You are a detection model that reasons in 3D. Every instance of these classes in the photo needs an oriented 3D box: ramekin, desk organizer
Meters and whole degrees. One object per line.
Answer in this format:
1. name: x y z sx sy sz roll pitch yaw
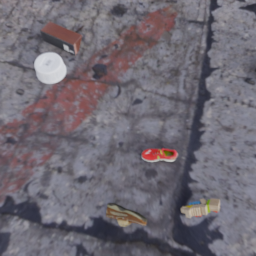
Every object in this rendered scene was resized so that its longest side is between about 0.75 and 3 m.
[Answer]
1. ramekin: -3.566 -2.756 12.749 1.383 0.674 1.383 0 64 0
2. desk organizer: -3.181 -4.335 13.528 1.961 0.703 0.755 26 64 12

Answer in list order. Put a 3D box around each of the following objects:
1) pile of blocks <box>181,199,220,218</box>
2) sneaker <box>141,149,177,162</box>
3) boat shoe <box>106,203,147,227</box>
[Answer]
1. pile of blocks: 2.633 2.937 10.124 1.445 0.593 0.449 -11 107 5
2. sneaker: 1.217 0.989 10.927 1.408 0.598 0.542 -1 64 -1
3. boat shoe: -0.102 3.099 9.678 1.622 0.614 0.599 10 75 37
